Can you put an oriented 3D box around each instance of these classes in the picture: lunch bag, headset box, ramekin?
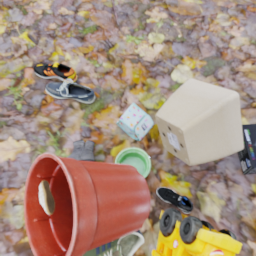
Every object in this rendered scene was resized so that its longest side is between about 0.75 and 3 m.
[{"bbox_3d":[0.327,-0.209,11.797,1.286,0.784,1.095,41,65,-2],"label":"lunch bag"},{"bbox_3d":[5.549,0.801,11.179,2.091,0.970,1.821,-3,64,-1],"label":"headset box"},{"bbox_3d":[0.182,1.531,10.982,1.380,0.674,1.380,0,64,0],"label":"ramekin"}]

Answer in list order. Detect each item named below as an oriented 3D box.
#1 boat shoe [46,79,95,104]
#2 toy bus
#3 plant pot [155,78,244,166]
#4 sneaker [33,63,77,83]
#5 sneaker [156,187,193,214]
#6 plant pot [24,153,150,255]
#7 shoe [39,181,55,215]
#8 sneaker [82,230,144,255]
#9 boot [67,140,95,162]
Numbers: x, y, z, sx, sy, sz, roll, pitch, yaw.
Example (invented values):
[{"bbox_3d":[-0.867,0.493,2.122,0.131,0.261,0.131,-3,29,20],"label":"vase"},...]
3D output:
[{"bbox_3d":[-2.626,-1.678,12.537,2.333,0.721,0.874,18,65,9],"label":"boat shoe"},{"bbox_3d":[1.507,3.249,7.036,1.430,2.108,2.024,27,76,-17],"label":"toy bus"},{"bbox_3d":[2.077,-0.061,8.795,1.841,2.077,2.079,-29,32,-17],"label":"plant pot"},{"bbox_3d":[-3.414,-2.735,12.923,2.141,0.963,0.749,15,65,7],"label":"sneaker"},{"bbox_3d":[1.769,2.573,10.383,1.479,0.827,0.540,30,67,14],"label":"sneaker"},{"bbox_3d":[-0.991,2.020,7.571,2.653,2.727,2.727,3,56,-42],"label":"plant pot"},{"bbox_3d":[-2.143,1.841,7.298,0.253,0.331,0.947,-34,55,17],"label":"shoe"},{"bbox_3d":[-0.525,3.645,8.146,2.323,1.043,0.779,-29,101,-27],"label":"sneaker"},{"bbox_3d":[-2.195,1.068,11.338,1.705,0.595,1.122,-1,60,-12],"label":"boot"}]
